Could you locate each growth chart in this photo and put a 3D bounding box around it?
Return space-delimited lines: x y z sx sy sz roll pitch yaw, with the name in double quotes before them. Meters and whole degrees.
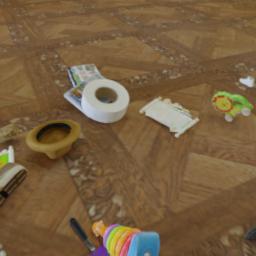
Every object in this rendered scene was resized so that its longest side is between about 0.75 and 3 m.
"growth chart" 1.908 -0.628 13.042 1.957 0.240 2.705 -28 45 -32
"growth chart" -4.938 1.466 10.018 1.925 0.171 1.393 -31 41 -12

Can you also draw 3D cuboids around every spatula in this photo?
"spatula" -1.144 3.271 7.972 0.572 0.208 2.025 -32 45 -24

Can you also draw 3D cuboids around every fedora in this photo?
"fedora" -2.825 0.507 10.956 2.230 0.910 2.230 -4 31 2

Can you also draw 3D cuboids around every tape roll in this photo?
"tape roll" -1.060 -1.280 12.976 2.147 0.751 2.147 8 50 -9

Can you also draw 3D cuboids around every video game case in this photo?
"video game case" -1.715 -1.684 13.755 1.678 0.211 2.343 39 54 10

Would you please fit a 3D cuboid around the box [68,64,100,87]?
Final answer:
"box" -2.277 -2.637 15.432 1.590 0.502 2.890 -12 39 -15

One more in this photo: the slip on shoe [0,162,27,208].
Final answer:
"slip on shoe" -4.292 2.061 8.725 0.751 0.942 2.478 26 59 21

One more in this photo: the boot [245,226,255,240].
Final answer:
"boot" 4.017 3.254 7.848 1.160 0.402 1.010 -6 37 -11

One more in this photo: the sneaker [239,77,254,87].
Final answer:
"sneaker" 6.582 -2.656 15.475 0.318 0.499 0.864 -22 41 -24

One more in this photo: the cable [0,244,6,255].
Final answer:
"cable" -4.378 3.732 6.957 2.138 0.740 2.137 12 41 16

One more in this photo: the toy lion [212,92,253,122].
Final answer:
"toy lion" 4.518 -1.042 12.429 1.407 1.468 0.504 50 57 -10

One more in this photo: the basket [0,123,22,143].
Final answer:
"basket" -4.820 0.327 11.316 0.849 0.633 0.606 -22 41 6

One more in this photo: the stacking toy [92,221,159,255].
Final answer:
"stacking toy" -0.270 3.103 7.679 2.054 1.192 1.127 11 -7 42
